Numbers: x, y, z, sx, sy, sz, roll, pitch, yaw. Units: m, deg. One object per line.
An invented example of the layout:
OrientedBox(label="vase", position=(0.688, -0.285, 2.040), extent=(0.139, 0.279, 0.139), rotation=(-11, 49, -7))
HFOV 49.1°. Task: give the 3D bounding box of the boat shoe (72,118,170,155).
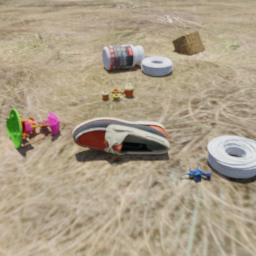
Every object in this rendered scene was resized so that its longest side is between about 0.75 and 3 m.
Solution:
OrientedBox(label="boat shoe", position=(-0.201, 0.364, 8.532), extent=(2.961, 1.054, 0.926), rotation=(1, 41, -11))

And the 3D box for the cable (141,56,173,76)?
OrientedBox(label="cable", position=(1.523, -3.247, 14.701), extent=(1.653, 0.572, 1.653), rotation=(-16, 36, -24))

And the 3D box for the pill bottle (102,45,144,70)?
OrientedBox(label="pill bottle", position=(-0.265, -3.823, 15.046), extent=(2.062, 1.195, 1.195), rotation=(-11, 34, -17))

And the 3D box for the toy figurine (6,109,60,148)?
OrientedBox(label="toy figurine", position=(-3.119, -0.063, 9.473), extent=(1.542, 1.258, 1.675), rotation=(-7, 5, -37))

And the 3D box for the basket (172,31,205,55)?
OrientedBox(label="basket", position=(3.779, -5.225, 17.882), extent=(1.797, 1.338, 1.282), rotation=(-29, 9, -37))

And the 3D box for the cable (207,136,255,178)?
OrientedBox(label="cable", position=(3.143, 0.815, 8.253), extent=(1.586, 0.549, 1.586), rotation=(24, 41, 34))

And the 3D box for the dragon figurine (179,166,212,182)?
OrientedBox(label="dragon figurine", position=(1.883, 1.303, 7.736), extent=(0.873, 0.257, 0.434), rotation=(-11, 34, -20))

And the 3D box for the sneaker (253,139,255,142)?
OrientedBox(label="sneaker", position=(4.752, 0.632, 8.421), extent=(0.919, 0.647, 1.730), rotation=(-21, 36, -26))

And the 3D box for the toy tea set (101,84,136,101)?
OrientedBox(label="toy tea set", position=(-0.427, -1.594, 12.087), extent=(1.482, 0.549, 0.881), rotation=(-22, 38, -31))
